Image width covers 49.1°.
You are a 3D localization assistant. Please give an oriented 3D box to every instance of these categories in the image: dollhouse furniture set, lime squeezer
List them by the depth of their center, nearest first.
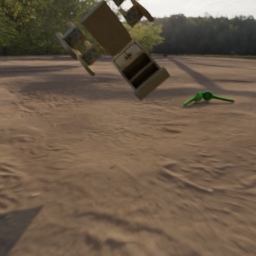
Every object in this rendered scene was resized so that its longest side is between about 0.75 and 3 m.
[{"bbox_3d":[-0.164,-2.155,7.559,2.537,2.224,1.686,38,14,-53],"label":"dollhouse furniture set"},{"bbox_3d":[3.703,-1.375,13.669,2.815,0.531,0.994,-5,50,-19],"label":"lime squeezer"}]
